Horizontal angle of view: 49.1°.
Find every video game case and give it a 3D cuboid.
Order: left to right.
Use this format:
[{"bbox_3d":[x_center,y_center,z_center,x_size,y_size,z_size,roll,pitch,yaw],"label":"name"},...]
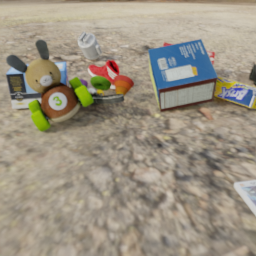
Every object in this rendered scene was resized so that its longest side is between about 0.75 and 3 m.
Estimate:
[{"bbox_3d":[3.509,1.745,6.574,1.404,0.177,1.541,-6,31,-9],"label":"video game case"}]

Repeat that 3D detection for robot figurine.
[{"bbox_3d":[-2.206,-4.666,16.137,1.566,1.847,1.043,28,76,26],"label":"robot figurine"}]

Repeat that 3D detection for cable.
[{"bbox_3d":[-1.193,-1.192,10.429,1.330,0.689,2.738,-10,7,-26],"label":"cable"}]

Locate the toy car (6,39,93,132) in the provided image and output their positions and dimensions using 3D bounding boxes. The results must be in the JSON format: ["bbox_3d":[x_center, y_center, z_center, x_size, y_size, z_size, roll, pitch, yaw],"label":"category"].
[{"bbox_3d":[-2.726,-1.553,9.321,2.058,2.506,1.977,-31,35,-8],"label":"toy car"}]

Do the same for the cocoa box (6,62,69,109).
[{"bbox_3d":[-3.510,-1.742,11.231,2.190,1.437,1.460,-5,26,-8],"label":"cocoa box"}]

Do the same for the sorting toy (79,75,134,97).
[{"bbox_3d":[-1.051,-1.506,11.301,2.574,0.892,0.886,2,64,24],"label":"sorting toy"}]

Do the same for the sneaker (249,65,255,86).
[{"bbox_3d":[6.423,-2.456,13.508,0.855,0.715,1.883,12,37,1],"label":"sneaker"}]

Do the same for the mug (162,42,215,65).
[{"bbox_3d":[2.809,-2.954,13.760,2.517,2.234,1.679,9,-12,7],"label":"mug"}]

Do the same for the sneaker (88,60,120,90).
[{"bbox_3d":[-1.041,-2.725,12.839,2.060,1.190,0.807,35,44,27],"label":"sneaker"}]

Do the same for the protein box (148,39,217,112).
[{"bbox_3d":[2.017,-2.015,10.756,2.104,1.419,2.088,-11,57,1],"label":"protein box"}]

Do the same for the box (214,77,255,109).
[{"bbox_3d":[4.136,-1.512,11.331,0.875,0.803,2.499,1,20,-44],"label":"box"}]
